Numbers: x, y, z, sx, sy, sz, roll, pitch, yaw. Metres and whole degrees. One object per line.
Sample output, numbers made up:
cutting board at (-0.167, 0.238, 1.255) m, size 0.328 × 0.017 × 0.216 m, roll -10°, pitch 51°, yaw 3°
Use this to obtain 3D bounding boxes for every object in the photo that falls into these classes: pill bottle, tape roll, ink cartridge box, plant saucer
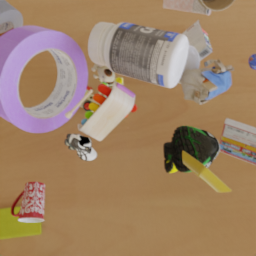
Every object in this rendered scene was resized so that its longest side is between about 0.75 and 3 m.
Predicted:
pill bottle at (0.230, -1.943, 7.205) m, size 2.338 × 1.330 × 1.330 m, roll 20°, pitch 67°, yaw 21°
pill bottle at (1.106, -2.052, 8.719) m, size 1.115 × 1.115 × 2.008 m, roll -44°, pitch 37°, yaw -17°
tape roll at (-2.398, -1.282, 7.626) m, size 0.901 × 2.745 × 2.745 m, roll 25°, pitch 67°, yaw 33°
tape roll at (-3.808, -2.857, 8.077) m, size 0.532 × 1.611 × 1.611 m, roll 40°, pitch 71°, yaw 0°
ink cartridge box at (2.431, -3.053, 9.985) m, size 0.383 × 0.828 × 1.520 m, roll 26°, pitch 46°, yaw -33°
plant saucer at (1.447, 0.883, 5.407) m, size 0.862 × 0.862 × 0.209 m, roll 40°, pitch 91°, yaw -23°

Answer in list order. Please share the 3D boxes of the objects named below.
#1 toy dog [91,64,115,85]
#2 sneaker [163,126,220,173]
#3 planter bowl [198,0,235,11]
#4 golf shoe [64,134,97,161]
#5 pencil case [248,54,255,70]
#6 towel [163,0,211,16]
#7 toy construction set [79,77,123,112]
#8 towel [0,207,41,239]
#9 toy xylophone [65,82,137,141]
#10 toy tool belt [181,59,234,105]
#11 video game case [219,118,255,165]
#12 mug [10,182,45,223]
toy dog at (-0.710, -1.882, 9.258) m, size 1.012 × 0.728 × 1.043 m, roll 2°, pitch 51°, yaw -7°
sneaker at (1.753, 0.579, 7.366) m, size 1.232 × 2.891 × 1.128 m, roll -4°, pitch 81°, yaw -5°
planter bowl at (2.367, -3.852, 7.775) m, size 1.145 × 1.145 × 0.771 m, roll -3°, pitch 22°, yaw -7°
golf shoe at (-1.111, 0.528, 7.310) m, size 0.554 × 1.173 × 0.456 m, roll -12°, pitch 56°, yaw 30°
pencil case at (3.382, -1.749, 7.414) m, size 0.353 × 0.813 × 0.317 m, roll -35°, pitch 80°, yaw 23°
towel at (1.985, -4.744, 8.942) m, size 1.882 × 1.971 × 0.318 m, roll 29°, pitch 36°, yaw 35°
toy construction set at (-1.488, -1.474, 10.407) m, size 2.455 × 1.131 × 1.610 m, roll 23°, pitch 92°, yaw 17°
towel at (-3.890, 3.058, 8.964) m, size 2.199 × 0.199 × 0.946 m, roll -6°, pitch 72°, yaw -4°
toy xylophone at (-0.698, -0.407, 6.996) m, size 1.828 × 1.338 × 0.459 m, roll -36°, pitch 33°, yaw 26°
toy tool belt at (2.419, -1.328, 7.818) m, size 1.818 × 1.117 × 1.135 m, roll -28°, pitch 112°, yaw -32°
video game case at (3.328, 0.482, 7.871) m, size 1.445 × 2.021 × 0.176 m, roll 22°, pitch 70°, yaw 21°
mug at (-2.499, 1.863, 7.072) m, size 0.814 × 0.612 × 0.917 m, roll 8°, pitch 61°, yaw -19°
